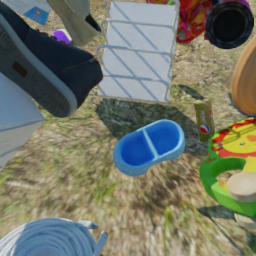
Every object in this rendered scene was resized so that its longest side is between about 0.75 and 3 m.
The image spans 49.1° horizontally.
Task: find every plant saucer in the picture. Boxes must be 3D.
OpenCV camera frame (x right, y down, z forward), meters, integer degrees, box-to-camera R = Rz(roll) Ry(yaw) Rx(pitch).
[{"bbox_3d":[2.697,-1.024,4.918,1.908,1.908,0.308,-15,40,-16],"label":"plant saucer"}]

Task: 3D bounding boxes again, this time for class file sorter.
[{"bbox_3d":[0.210,-1.848,5.819,1.590,1.427,2.292,7,82,5],"label":"file sorter"}]

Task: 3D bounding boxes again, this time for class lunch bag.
[{"bbox_3d":[2.316,-4.217,8.857,2.632,2.988,1.224,49,31,-7],"label":"lunch bag"}]

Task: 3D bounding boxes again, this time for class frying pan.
[{"bbox_3d":[2.226,-2.784,7.050,1.888,1.142,0.307,38,25,6],"label":"frying pan"}]

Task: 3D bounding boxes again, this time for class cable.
[{"bbox_3d":[-1.508,2.577,4.974,2.037,0.705,2.036,8,43,10],"label":"cable"}]

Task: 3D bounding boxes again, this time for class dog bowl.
[{"bbox_3d":[0.337,0.275,4.307,1.188,0.295,0.662,-23,72,-10],"label":"dog bowl"}]

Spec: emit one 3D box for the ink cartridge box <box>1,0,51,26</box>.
[{"bbox_3d":[-2.951,-4.380,8.708,1.349,1.832,1.325,21,13,-27],"label":"ink cartridge box"}]

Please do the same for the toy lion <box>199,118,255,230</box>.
[{"bbox_3d":[2.032,0.462,4.662,2.044,0.702,1.959,-29,22,-14],"label":"toy lion"}]

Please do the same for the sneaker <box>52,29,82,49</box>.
[{"bbox_3d":[-2.899,-3.494,11.856,1.132,0.791,2.275,-26,48,-26],"label":"sneaker"}]

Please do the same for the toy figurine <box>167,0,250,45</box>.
[{"bbox_3d":[2.255,-3.131,7.794,2.227,2.419,1.816,37,51,-10],"label":"toy figurine"}]

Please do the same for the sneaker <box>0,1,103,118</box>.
[{"bbox_3d":[-1.391,-1.214,4.368,2.121,0.793,1.126,49,43,-12],"label":"sneaker"}]

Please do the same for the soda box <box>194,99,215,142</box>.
[{"bbox_3d":[1.530,-0.147,5.582,0.276,0.815,0.261,-4,18,30],"label":"soda box"}]

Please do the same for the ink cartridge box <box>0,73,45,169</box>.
[{"bbox_3d":[-2.711,-0.049,4.533,1.493,2.027,1.466,56,32,8],"label":"ink cartridge box"}]

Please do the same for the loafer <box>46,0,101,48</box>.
[{"bbox_3d":[-1.059,-2.349,5.197,0.636,1.864,0.705,-18,58,10],"label":"loafer"}]
